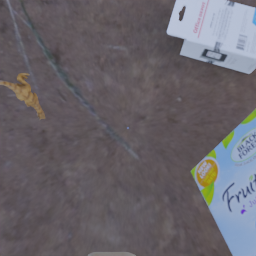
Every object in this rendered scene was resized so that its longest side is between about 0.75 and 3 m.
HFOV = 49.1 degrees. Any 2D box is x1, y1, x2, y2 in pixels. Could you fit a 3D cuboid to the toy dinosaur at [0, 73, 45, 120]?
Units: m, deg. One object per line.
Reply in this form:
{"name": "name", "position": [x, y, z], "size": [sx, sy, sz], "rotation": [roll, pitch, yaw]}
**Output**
{"name": "toy dinosaur", "position": [-1.948, -0.671, 5.123], "size": [0.435, 1.442, 0.766], "rotation": [-34, 54, 7]}

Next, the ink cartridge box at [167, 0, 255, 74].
{"name": "ink cartridge box", "position": [2.303, -2.522, 7.360], "size": [2.453, 0.818, 1.421], "rotation": [17, 78, 4]}

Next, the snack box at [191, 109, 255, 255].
{"name": "snack box", "position": [2.546, 1.078, 4.035], "size": [1.008, 2.511, 2.978], "rotation": [20, 32, -30]}

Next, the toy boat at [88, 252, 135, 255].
{"name": "toy boat", "position": [-0.174, 1.855, 3.409], "size": [0.790, 0.515, 0.516], "rotation": [4, 101, -6]}
